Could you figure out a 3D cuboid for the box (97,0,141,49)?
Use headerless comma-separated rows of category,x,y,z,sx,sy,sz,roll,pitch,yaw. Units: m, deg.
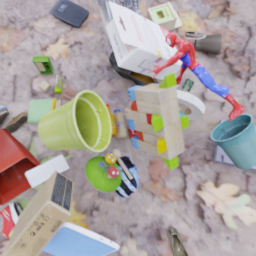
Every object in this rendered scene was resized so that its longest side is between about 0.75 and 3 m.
box,-0.221,-4.021,10.158,1.477,1.865,0.451,-35,35,-28

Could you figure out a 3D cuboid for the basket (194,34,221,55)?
basket,3.499,-3.722,12.366,1.053,0.716,0.949,6,78,6

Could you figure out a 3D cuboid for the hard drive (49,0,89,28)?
hard drive,-2.722,-5.334,13.051,1.631,0.345,1.100,29,75,9

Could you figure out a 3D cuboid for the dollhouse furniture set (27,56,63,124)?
dollhouse furniture set,-3.460,-1.514,11.464,1.331,1.028,2.663,0,72,0

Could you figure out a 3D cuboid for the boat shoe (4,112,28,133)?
boat shoe,-4.587,-0.201,11.415,1.146,0.412,0.390,-35,46,-2

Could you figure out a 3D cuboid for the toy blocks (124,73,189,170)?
toy blocks,0.671,-0.273,8.443,1.338,1.830,2.677,-25,115,-32

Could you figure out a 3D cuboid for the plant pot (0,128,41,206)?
plant pot,-4.486,1.278,10.155,2.070,2.069,1.825,-32,63,-10

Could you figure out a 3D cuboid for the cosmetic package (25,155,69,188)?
cosmetic package,-2.727,1.461,9.468,1.339,0.339,0.553,-27,83,-31

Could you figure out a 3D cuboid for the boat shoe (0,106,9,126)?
boat shoe,-5.473,0.264,11.048,0.890,0.888,2.459,40,86,7

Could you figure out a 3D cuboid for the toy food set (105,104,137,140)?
toy food set,0.384,-0.341,10.924,2.792,1.333,1.256,-10,72,-5

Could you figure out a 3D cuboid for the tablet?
tablet,-1.526,3.334,7.912,1.660,2.551,0.174,30,46,-15

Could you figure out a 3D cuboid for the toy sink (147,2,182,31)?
toy sink,1.690,-5.006,12.698,1.448,0.811,0.944,-18,73,-6

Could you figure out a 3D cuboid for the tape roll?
tape roll,2.038,-0.859,10.835,1.841,1.841,0.336,20,73,6

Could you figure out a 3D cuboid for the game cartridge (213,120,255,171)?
game cartridge,4.864,0.770,11.037,2.791,0.536,1.809,13,69,4

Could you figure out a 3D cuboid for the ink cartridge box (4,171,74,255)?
ink cartridge box,-2.165,2.220,7.059,0.688,1.508,1.831,35,102,-17

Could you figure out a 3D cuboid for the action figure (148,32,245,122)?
action figure,1.778,-1.289,7.973,1.469,0.968,2.967,-37,88,21

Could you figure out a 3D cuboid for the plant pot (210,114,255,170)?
plant pot,3.630,0.511,9.044,1.405,1.405,1.376,-38,105,-11

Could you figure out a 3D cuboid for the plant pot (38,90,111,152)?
plant pot,-1.540,-0.038,7.680,1.535,1.669,1.669,-13,70,27

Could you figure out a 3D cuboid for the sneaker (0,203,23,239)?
sneaker,-4.015,3.755,10.010,0.888,0.806,2.092,-29,67,3

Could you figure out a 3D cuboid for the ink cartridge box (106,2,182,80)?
ink cartridge box,0.382,-2.793,9.385,2.967,1.001,1.728,7,57,-45

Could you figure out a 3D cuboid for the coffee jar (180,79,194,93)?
coffee jar,2.485,-1.681,11.886,0.397,0.325,0.762,25,74,8

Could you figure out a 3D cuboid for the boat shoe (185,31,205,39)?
boat shoe,2.557,-3.573,10.718,0.794,0.236,0.285,12,54,32

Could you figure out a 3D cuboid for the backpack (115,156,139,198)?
backpack,-0.124,1.626,9.170,1.058,0.780,1.159,-46,76,25

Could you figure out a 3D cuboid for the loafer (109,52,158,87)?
loafer,0.263,-2.466,11.793,2.703,0.977,0.984,39,77,12

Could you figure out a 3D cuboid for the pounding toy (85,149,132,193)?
pounding toy,-0.443,1.098,7.855,1.463,0.679,1.129,-19,68,-50

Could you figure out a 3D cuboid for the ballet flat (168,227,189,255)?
ballet flat,1.830,4.333,9.923,0.547,0.377,1.625,-18,73,-6

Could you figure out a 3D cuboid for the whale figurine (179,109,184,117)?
whale figurine,1.372,-0.017,9.283,1.144,1.438,0.746,-7,45,-20
